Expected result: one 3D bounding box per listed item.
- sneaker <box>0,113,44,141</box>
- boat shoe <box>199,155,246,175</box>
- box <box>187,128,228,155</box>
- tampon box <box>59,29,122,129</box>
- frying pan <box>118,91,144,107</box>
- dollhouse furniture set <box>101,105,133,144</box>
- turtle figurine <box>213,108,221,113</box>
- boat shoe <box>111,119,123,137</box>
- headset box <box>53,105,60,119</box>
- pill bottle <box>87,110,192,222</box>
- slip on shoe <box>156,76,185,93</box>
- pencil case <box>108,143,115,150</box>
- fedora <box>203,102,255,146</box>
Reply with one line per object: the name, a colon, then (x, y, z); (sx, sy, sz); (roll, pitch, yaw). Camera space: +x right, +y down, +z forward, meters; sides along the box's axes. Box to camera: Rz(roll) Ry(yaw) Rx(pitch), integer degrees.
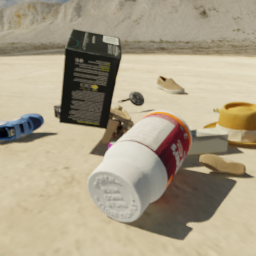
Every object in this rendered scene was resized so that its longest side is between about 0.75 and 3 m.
sneaker: (-4.006, 0.029, 10.091); (2.006, 0.742, 0.825); (-17, 24, -22)
boat shoe: (2.519, 1.010, 7.570); (1.209, 0.435, 0.392); (10, -9, 9)
box: (2.219, 0.432, 8.991); (1.801, 0.616, 0.740); (-5, 18, -13)
tampon box: (-1.210, -1.516, 8.839); (1.554, 2.461, 1.845); (8, 35, -10)
frying pan: (0.181, -1.482, 13.496); (1.391, 0.841, 0.226); (11, -28, -20)
dollhouse furniture set: (-0.707, -0.210, 10.634); (1.237, 1.057, 2.387); (18, 19, -26)
turtle figurine: (4.438, -0.820, 13.197); (0.901, 0.290, 0.727); (-23, 21, -32)
boat shoe: (-0.452, -0.038, 10.529); (0.518, 0.519, 1.474); (-4, 19, -1)
headset box: (-2.425, -0.788, 12.655); (1.104, 0.573, 1.483); (17, 24, 40)
pill bottle: (0.367, 0.756, 6.431); (1.503, 1.503, 2.744); (10, 31, 27)
slip on shoe: (2.709, -2.817, 18.209); (1.035, 0.825, 2.723); (-7, 20, -20)
pencil case: (0.278, 0.605, 8.295); (1.720, 0.760, 0.760); (-13, 23, -28)
fedora: (4.166, -0.277, 10.264); (2.839, 1.158, 2.839); (1, 18, 0)
